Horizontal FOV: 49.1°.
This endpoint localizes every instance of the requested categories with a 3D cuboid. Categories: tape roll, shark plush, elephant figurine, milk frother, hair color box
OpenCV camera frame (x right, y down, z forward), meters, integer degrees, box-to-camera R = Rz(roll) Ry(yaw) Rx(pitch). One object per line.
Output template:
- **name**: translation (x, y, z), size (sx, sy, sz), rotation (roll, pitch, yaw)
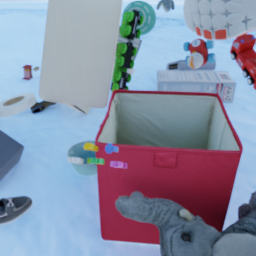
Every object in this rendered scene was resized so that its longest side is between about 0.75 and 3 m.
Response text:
- **tape roll**: translation (-4.090, -0.853, 10.145), size (1.529, 0.279, 1.529), rotation (-12, 27, 6)
- **shark plush**: translation (1.100, -3.629, 7.477), size (0.497, 1.093, 0.455), rotation (12, 6, -1)
- **elephant figurine**: translation (1.329, 2.029, 4.257), size (2.640, 1.868, 2.048), rotation (-5, 16, -21)
- **milk frother**: translation (-0.253, -3.433, 10.103), size (1.634, 1.737, 1.567), rotation (20, 68, -9)
- **hair color box**: translation (2.640, -1.685, 11.307), size (2.924, 0.886, 1.447), rotation (1, 31, 4)

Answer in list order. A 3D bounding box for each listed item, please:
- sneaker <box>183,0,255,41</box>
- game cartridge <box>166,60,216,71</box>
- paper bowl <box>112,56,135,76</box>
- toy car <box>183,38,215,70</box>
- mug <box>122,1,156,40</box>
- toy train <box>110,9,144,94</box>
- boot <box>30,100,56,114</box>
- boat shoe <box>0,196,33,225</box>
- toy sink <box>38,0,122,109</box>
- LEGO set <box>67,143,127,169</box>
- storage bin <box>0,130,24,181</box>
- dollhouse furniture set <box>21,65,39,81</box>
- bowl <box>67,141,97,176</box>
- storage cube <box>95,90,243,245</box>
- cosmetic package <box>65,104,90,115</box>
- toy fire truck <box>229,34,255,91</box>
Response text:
- **sneaker**: translation (2.473, -2.414, 5.749), size (1.170, 1.101, 2.856), rotation (-26, 33, -36)
- **game cartridge**: translation (2.896, -2.824, 12.857), size (1.768, 0.536, 2.651), rotation (-5, 10, -5)
- **paper bowl**: translation (-0.457, -2.042, 9.191), size (0.671, 1.289, 1.289), rotation (-49, 41, 1)
- **toy car**: translation (2.393, -2.525, 9.868), size (1.046, 1.004, 1.135), rotation (3, 34, 32)
- **mug**: translation (0.471, -4.349, 11.475), size (1.334, 1.623, 1.004), rotation (-19, 13, 21)
- **toy train**: translation (-0.108, -2.023, 7.742), size (0.500, 2.394, 0.675), rotation (7, 10, -34)
- **boot**: translation (-3.120, -0.771, 10.368), size (1.009, 0.377, 0.489), rotation (-12, 45, -8)
- **boat shoe**: translation (-2.814, 1.766, 5.886), size (1.576, 0.449, 0.527), rotation (-19, 35, -29)
- **toy sink**: translation (-1.134, -1.866, 7.008), size (1.648, 2.528, 1.416), rotation (7, 8, -4)
- **LEGO set**: translation (-0.436, 0.350, 3.809), size (0.830, 0.317, 0.341), rotation (4, -11, 7)
- **storage bin**: translation (-3.494, 0.801, 7.085), size (1.068, 1.158, 1.591), rotation (31, 33, -2)
- **dollhouse furniture set**: translation (-4.330, -2.537, 13.078), size (1.136, 0.611, 0.462), rotation (9, 31, 4)
- **bowl**: translation (-1.038, 0.852, 7.326), size (1.078, 0.564, 1.078), rotation (0, 30, 0)
- **storage cube**: translation (0.719, 0.751, 5.737), size (2.629, 2.364, 2.248), rotation (3, 31, 4)
- **cosmetic package**: translation (-2.179, -1.244, 10.304), size (1.814, 0.938, 0.792), rotation (26, 84, 37)
- **toy fire truck**: translation (3.871, -2.048, 8.088), size (0.601, 1.738, 2.464), rotation (-16, 60, -4)
